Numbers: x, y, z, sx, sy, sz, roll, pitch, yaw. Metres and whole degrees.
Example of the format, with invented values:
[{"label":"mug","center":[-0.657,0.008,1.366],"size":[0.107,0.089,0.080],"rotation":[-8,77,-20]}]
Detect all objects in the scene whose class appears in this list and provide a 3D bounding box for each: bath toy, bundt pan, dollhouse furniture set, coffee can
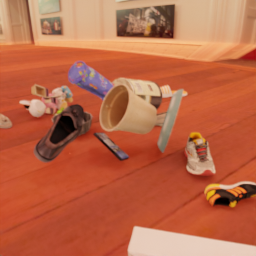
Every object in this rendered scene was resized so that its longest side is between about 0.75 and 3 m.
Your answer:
[{"label":"bath toy","center":[-4.166,-1.271,14.955],"size":[1.019,1.199,2.758],"rotation":[-24,10,39]},{"label":"bundt pan","center":[-2.520,-0.161,12.780],"size":[1.848,0.694,1.848],"rotation":[-1,24,0]},{"label":"dollhouse furniture set","center":[-3.330,-1.288,12.096],"size":[1.089,1.216,1.534],"rotation":[-6,-4,11]},{"label":"coffee can","center":[0.368,-1.538,13.733],"size":[1.642,1.642,2.243],"rotation":[21,17,40]}]

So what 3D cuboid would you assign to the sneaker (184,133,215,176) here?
[{"label":"sneaker","center":[2.480,0.916,9.986],"size":[0.902,0.952,2.317],"rotation":[-1,24,-2]}]

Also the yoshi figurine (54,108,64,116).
[{"label":"yoshi figurine","center":[-3.181,-0.729,14.231],"size":[1.109,0.621,0.623],"rotation":[-19,36,-31]}]

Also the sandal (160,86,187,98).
[{"label":"sandal","center":[2.627,-2.393,17.894],"size":[2.354,0.675,0.902],"rotation":[-5,24,-11]}]

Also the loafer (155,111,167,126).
[{"label":"loafer","center":[1.093,-0.475,13.435],"size":[2.327,0.731,0.836],"rotation":[-4,24,-9]}]

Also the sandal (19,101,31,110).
[{"label":"sandal","center":[-5.054,-1.113,15.294],"size":[0.687,0.514,1.792],"rotation":[22,11,36]}]

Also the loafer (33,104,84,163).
[{"label":"loafer","center":[-2.089,0.001,9.461],"size":[1.016,0.890,2.827],"rotation":[38,40,-10]}]

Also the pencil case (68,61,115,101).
[{"label":"pencil case","center":[-1.323,-1.743,11.225],"size":[2.304,0.899,1.000],"rotation":[28,35,-51]}]

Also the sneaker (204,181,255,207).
[{"label":"sneaker","center":[3.074,2.010,8.086],"size":[1.613,0.564,0.726],"rotation":[-3,31,2]}]

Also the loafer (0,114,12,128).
[{"label":"loafer","center":[-6.248,-0.429,13.582],"size":[1.694,0.533,0.609],"rotation":[19,30,36]}]

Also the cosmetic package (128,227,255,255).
[{"label":"cosmetic package","center":[1.413,2.795,5.438],"size":[2.804,1.157,0.710],"rotation":[5,23,12]}]

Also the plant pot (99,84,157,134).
[{"label":"plant pot","center":[0.110,-0.508,10.272],"size":[1.615,1.764,1.764],"rotation":[20,10,-35]}]

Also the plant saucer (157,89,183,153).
[{"label":"plant saucer","center":[1.562,-0.298,10.680],"size":[0.347,2.529,2.529],"rotation":[17,26,5]}]

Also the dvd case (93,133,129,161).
[{"label":"dvd case","center":[-0.598,0.665,10.117],"size":[1.389,0.122,0.991],"rotation":[43,9,12]}]
